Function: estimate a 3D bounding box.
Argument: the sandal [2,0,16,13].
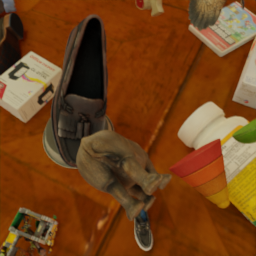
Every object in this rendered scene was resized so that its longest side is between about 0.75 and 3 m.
[{"bbox_3d":[-2.362,-3.351,5.868,1.024,0.934,2.351,36,87,-14],"label":"sandal"}]

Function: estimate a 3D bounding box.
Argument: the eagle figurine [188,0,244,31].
[{"bbox_3d":[2.580,-3.692,6.747,2.394,1.817,1.807,-41,54,-18],"label":"eagle figurine"}]

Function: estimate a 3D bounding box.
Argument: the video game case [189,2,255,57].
[{"bbox_3d":[3.584,-3.567,9.980,2.336,0.204,1.670,-31,64,-17],"label":"video game case"}]

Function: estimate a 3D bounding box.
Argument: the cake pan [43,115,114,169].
[{"bbox_3d":[-1.389,0.127,7.749,2.003,0.367,2.003,0,60,0],"label":"cake pan"}]

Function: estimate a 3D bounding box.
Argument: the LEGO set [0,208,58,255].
[{"bbox_3d":[-1.925,2.520,5.851,0.964,1.279,1.663,9,51,24],"label":"LEGO set"}]

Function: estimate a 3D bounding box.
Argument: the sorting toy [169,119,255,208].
[{"bbox_3d":[2.024,0.348,4.029,2.936,1.018,1.011,-33,82,29],"label":"sorting toy"}]

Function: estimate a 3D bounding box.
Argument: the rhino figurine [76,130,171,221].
[{"bbox_3d":[0.025,0.646,4.268,1.138,2.602,0.778,38,89,16],"label":"rhino figurine"}]

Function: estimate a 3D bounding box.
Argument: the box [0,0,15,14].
[{"bbox_3d":[-5.736,-4.361,9.558,2.281,1.304,2.505,24,62,28],"label":"box"}]

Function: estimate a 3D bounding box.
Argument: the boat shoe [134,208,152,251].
[{"bbox_3d":[0.339,2.225,6.524,0.401,0.380,1.147,-4,60,-3],"label":"boat shoe"}]

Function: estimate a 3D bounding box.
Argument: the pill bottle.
[{"bbox_3d":[2.629,0.793,6.618,1.662,1.662,2.947,-35,66,-18],"label":"pill bottle"}]

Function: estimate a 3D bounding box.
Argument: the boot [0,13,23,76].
[{"bbox_3d":[-4.269,-2.534,9.143,1.275,0.983,2.631,-10,59,16],"label":"boot"}]

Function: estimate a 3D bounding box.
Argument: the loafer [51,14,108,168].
[{"bbox_3d":[-0.857,-0.687,5.226,1.034,0.906,2.878,6,83,-17],"label":"loafer"}]

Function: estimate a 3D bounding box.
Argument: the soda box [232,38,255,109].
[{"bbox_3d":[4.114,-1.955,8.617,0.880,0.942,2.765,23,63,13],"label":"soda box"}]

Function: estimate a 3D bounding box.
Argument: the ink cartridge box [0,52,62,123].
[{"bbox_3d":[-2.969,-1.253,8.323,1.311,0.745,1.799,31,65,17],"label":"ink cartridge box"}]

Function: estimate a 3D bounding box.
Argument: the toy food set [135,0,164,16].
[{"bbox_3d":[0.518,-4.085,6.574,0.439,2.788,1.772,-9,20,-20],"label":"toy food set"}]
